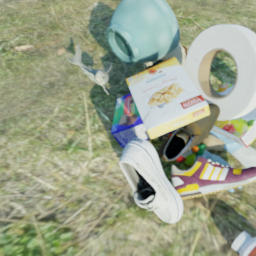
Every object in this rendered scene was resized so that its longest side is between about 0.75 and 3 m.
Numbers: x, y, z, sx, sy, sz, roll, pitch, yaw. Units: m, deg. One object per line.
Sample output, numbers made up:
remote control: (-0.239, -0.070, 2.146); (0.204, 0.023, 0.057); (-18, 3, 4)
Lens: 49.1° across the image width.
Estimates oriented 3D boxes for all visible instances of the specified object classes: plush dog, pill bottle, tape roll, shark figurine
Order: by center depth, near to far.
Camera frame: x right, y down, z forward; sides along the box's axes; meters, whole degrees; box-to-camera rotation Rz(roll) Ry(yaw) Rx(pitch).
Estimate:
pill bottle: (3.367, 3.338, 7.128); (0.758, 0.758, 1.351); (-29, 47, -26)
tape roll: (2.893, -1.683, 8.699); (0.535, 2.928, 2.928); (-10, 44, -30)
shark figurine: (-1.194, -2.276, 10.840); (1.042, 1.492, 2.497); (-47, 48, -5)
plush dog: (1.971, -3.750, 13.781); (2.402, 1.927, 2.063); (3, 21, 3)

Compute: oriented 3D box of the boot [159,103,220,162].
boot: (1.883, 0.190, 8.319); (0.893, 1.158, 2.389); (45, 96, 4)

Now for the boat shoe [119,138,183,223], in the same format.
boat shoe: (0.597, 1.662, 7.379); (1.055, 2.931, 0.963); (2, 38, 36)

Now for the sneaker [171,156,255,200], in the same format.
sneaker: (2.643, 1.334, 8.518); (2.663, 0.998, 1.200); (-14, 75, -2)

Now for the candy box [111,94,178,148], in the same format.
candy box: (0.694, -0.562, 10.240); (2.405, 0.926, 2.034); (-18, 39, 22)

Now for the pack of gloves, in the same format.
pack of gloves: (3.283, 0.752, 9.896); (2.458, 0.577, 2.925); (-27, 51, -24)

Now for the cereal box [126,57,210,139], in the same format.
cereal box: (1.101, -0.998, 8.600); (1.841, 0.506, 2.559); (-24, 45, 4)

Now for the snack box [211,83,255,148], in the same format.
snack box: (3.613, -0.531, 9.522); (1.736, 0.647, 2.441); (-46, 29, -2)

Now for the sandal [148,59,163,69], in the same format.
sandal: (1.000, -2.303, 10.714); (0.718, 0.457, 1.909); (-25, 23, 18)

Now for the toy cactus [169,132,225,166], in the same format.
toy cactus: (2.406, 0.470, 9.942); (1.972, 1.222, 2.390); (17, 38, -8)

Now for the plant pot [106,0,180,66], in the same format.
plant pot: (0.346, -3.748, 11.252); (1.938, 2.893, 2.893); (-43, 57, -16)
